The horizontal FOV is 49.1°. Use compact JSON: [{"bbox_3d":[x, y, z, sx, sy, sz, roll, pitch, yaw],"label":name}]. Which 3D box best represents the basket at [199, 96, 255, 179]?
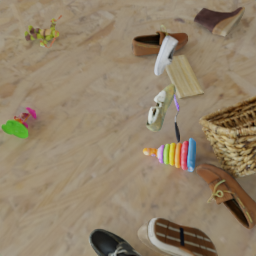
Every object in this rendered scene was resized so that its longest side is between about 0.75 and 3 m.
[{"bbox_3d":[3.516,-0.087,7.217,2.659,1.898,1.981,-20,75,-6],"label":"basket"}]

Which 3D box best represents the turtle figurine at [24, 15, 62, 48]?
[{"bbox_3d":[-3.056,-3.528,10.350,1.299,0.519,1.610,6,66,12],"label":"turtle figurine"}]

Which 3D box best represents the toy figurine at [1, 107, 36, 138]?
[{"bbox_3d":[-3.186,-0.235,8.444,0.955,0.717,0.879,-2,41,27],"label":"toy figurine"}]

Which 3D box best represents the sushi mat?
[{"bbox_3d":[1.843,-1.793,9.553,0.882,0.112,1.843,-13,60,-7],"label":"sushi mat"}]

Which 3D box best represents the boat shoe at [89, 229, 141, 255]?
[{"bbox_3d":[-0.122,2.941,6.437,1.897,0.642,0.681,33,64,20],"label":"boat shoe"}]

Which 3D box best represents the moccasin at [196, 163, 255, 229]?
[{"bbox_3d":[2.444,1.689,7.046,0.741,0.702,1.920,-39,84,-28],"label":"moccasin"}]

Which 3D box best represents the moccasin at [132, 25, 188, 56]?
[{"bbox_3d":[1.135,-3.110,9.936,2.042,0.788,0.747,-5,59,-3],"label":"moccasin"}]

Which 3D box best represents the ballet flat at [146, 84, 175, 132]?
[{"bbox_3d":[0.871,-0.588,7.711,0.500,0.500,1.413,22,98,13],"label":"ballet flat"}]

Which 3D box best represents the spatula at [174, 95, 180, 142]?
[{"bbox_3d":[1.390,-0.259,7.950,0.143,0.394,1.393,-1,71,10],"label":"spatula"}]

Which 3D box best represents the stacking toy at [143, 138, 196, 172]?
[{"bbox_3d":[1.117,0.718,7.765,1.453,0.843,0.797,4,66,16],"label":"stacking toy"}]

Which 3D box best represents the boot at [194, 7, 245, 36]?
[{"bbox_3d":[3.533,-4.346,10.769,1.424,0.619,1.712,36,69,17],"label":"boot"}]

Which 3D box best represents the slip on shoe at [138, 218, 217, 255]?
[{"bbox_3d":[1.146,2.630,6.322,2.085,0.632,0.793,28,47,-26],"label":"slip on shoe"}]

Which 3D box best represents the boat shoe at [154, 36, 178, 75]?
[{"bbox_3d":[1.209,-2.213,8.918,0.442,1.352,0.497,31,48,17],"label":"boat shoe"}]
